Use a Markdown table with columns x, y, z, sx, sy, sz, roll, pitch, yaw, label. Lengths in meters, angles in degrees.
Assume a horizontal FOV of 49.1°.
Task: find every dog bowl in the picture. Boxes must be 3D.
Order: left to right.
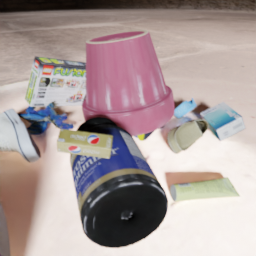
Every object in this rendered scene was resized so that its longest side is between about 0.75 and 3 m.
| x | y | z | sx | sy | sz | roll | pitch | yaw | label |
| --- | --- | --- | --- | --- | --- | --- | --- | --- | --- |
| 1.943 | -0.655 | 9.584 | 0.301 | 0.677 | 1.214 | 52 | 34 | 9 | dog bowl |

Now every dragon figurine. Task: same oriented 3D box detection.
| x | y | z | sx | sy | sz | roll | pitch | yaw | label |
| --- | --- | --- | --- | --- | --- | --- | --- | --- | --- |
| -2.836 | -0.248 | 8.657 | 2.382 | 0.701 | 1.184 | -4 | 29 | 2 | dragon figurine |

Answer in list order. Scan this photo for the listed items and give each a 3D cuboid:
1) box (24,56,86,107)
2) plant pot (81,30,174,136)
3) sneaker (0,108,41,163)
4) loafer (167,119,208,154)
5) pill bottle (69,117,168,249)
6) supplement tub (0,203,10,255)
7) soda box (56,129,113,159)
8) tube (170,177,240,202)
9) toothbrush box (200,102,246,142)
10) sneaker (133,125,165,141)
| x | y | z | sx | sy | sz | roll | pitch | yaw | label |
| --- | --- | --- | --- | --- | --- | --- | --- | --- | --- |
| -1.935 | -1.479 | 9.463 | 2.771 | 1.525 | 0.481 | -5 | 38 | -46 | box |
| -0.119 | -1.506 | 8.699 | 2.951 | 2.641 | 2.951 | -7 | 25 | 3 | plant pot |
| -3.202 | 0.325 | 7.709 | 0.981 | 1.012 | 2.772 | -32 | 34 | -19 | sneaker |
| 1.716 | 0.135 | 7.941 | 0.626 | 0.694 | 1.833 | -29 | 4 | 42 | loafer |
| -0.384 | 0.885 | 5.801 | 1.550 | 1.550 | 2.772 | -8 | 29 | -15 | pill bottle |
| -3.030 | 1.874 | 3.622 | 2.540 | 1.847 | 1.847 | -8 | 29 | -13 | supplement tub |
| -0.733 | 0.275 | 4.779 | 0.910 | 0.308 | 0.291 | 9 | 50 | -4 | soda box |
| 1.690 | 1.381 | 6.200 | 1.508 | 0.437 | 0.391 | -3 | -10 | -14 | tube |
| 2.899 | -0.223 | 8.675 | 0.861 | 0.502 | 1.176 | -28 | 31 | 3 | toothbrush box |
| 0.649 | -0.240 | 8.864 | 0.751 | 0.675 | 1.826 | 19 | 33 | 35 | sneaker |
